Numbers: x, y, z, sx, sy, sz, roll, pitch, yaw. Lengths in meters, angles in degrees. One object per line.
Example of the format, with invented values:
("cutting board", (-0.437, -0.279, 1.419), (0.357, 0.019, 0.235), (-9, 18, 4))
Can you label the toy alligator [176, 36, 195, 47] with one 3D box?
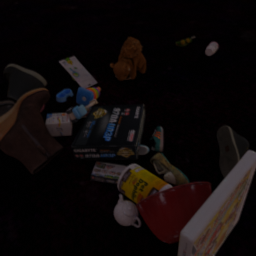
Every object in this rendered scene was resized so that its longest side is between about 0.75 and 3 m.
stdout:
("toy alligator", (3.588, -5.284, 17.281), (1.638, 0.393, 0.543), (-24, 14, -25))

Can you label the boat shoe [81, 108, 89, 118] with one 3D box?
("boat shoe", (-2.248, -0.609, 11.788), (1.280, 0.400, 0.456), (-12, 42, -16))

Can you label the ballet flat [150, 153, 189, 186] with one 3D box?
("ballet flat", (1.304, 1.462, 9.288), (0.599, 0.599, 1.694), (-20, 40, -22))

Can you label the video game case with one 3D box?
("video game case", (2.084, 2.307, 6.630), (0.337, 2.680, 2.944), (28, 48, 34))

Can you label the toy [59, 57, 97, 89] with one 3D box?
("toy", (-2.514, -2.653, 13.856), (1.834, 0.433, 1.056), (51, 46, 3))

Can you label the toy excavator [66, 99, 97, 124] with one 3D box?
("toy excavator", (-1.778, -0.728, 11.112), (1.109, 0.554, 1.079), (-25, 13, 8))

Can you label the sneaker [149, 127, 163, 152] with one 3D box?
("sneaker", (1.053, 0.377, 10.607), (0.499, 0.446, 1.250), (6, 40, 0))

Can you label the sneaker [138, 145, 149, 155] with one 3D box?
("sneaker", (0.231, 0.807, 10.257), (1.125, 0.416, 0.461), (8, 2, 22))

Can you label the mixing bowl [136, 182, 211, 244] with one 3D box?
("mixing bowl", (1.368, 2.341, 7.398), (2.113, 2.113, 1.144), (-10, 64, -12))

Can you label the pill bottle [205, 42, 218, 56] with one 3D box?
("pill bottle", (4.880, -4.612, 16.389), (0.538, 0.538, 0.949), (21, 45, 22))

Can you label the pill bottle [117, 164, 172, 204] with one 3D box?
("pill bottle", (0.614, 1.853, 8.106), (1.782, 0.973, 0.973), (28, 48, 32))

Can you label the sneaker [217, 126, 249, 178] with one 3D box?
("sneaker", (3.798, 0.971, 9.710), (1.107, 0.780, 2.084), (21, 55, -26))

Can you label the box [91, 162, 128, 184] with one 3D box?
("box", (-0.562, 1.534, 9.442), (1.251, 0.217, 0.689), (8, 41, 9))

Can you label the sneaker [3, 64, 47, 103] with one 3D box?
("sneaker", (-5.212, -1.942, 12.849), (2.992, 1.119, 1.589), (17, 64, 39))

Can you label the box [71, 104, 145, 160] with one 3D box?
("box", (-0.608, 0.090, 10.358), (2.219, 0.642, 2.792), (-1, 33, 12))

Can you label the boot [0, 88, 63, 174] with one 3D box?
("boot", (-3.330, 0.033, 10.350), (2.441, 1.062, 2.934), (37, 56, 7))

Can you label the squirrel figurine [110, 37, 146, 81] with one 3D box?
("squirrel figurine", (-0.071, -3.352, 13.703), (1.500, 2.120, 1.979), (22, 36, 17))

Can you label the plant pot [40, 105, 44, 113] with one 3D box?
("plant pot", (-3.968, -0.947, 11.757), (0.919, 0.823, 0.919), (2, 82, -12))

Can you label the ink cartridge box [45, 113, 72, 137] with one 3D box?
("ink cartridge box", (-2.710, -0.131, 11.042), (0.916, 0.662, 0.674), (-4, 40, -6))

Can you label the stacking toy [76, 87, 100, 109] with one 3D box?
("stacking toy", (-1.632, -1.537, 12.757), (0.817, 0.864, 1.488), (23, 31, 13))

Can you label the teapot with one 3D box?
("teapot", (-0.007, 2.407, 8.019), (0.768, 0.561, 0.759), (19, 50, -13))

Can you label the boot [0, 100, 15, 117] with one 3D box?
("boot", (-5.114, -0.082, 10.963), (2.272, 0.787, 1.978), (-26, 55, -17))

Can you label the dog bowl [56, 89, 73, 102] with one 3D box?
("dog bowl", (-2.966, -1.517, 13.008), (0.503, 0.224, 0.903), (23, 47, 24))
